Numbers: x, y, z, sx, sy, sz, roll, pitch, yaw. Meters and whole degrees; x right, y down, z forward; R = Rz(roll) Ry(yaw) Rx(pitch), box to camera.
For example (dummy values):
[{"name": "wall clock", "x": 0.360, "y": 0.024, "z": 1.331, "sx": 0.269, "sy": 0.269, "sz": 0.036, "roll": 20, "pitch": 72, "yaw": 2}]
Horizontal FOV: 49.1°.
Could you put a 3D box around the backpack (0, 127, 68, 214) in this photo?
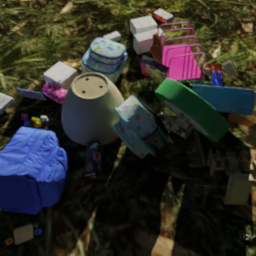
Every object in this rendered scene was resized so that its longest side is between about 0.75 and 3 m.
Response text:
[{"name": "backpack", "x": -2.965, "y": 1.282, "z": 9.001, "sx": 2.043, "sy": 1.978, "sz": 2.435, "roll": 8, "pitch": 38, "yaw": -3}]

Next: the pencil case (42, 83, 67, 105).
[{"name": "pencil case", "x": -2.993, "y": -1.458, "z": 11.780, "sx": 1.326, "sy": 0.621, "sz": 0.602, "roll": 27, "pitch": 20, "yaw": 23}]

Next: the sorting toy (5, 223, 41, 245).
[{"name": "sorting toy", "x": -3.139, "y": 3.154, "z": 8.371, "sx": 1.047, "sy": 0.590, "sz": 0.143, "roll": -12, "pitch": 32, "yaw": -30}]

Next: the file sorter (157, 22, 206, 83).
[{"name": "file sorter", "x": 2.328, "y": -3.483, "z": 12.759, "sx": 1.705, "sy": 1.539, "sz": 2.454, "roll": -8, "pitch": 54, "yaw": -5}]

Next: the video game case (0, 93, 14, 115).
[{"name": "video game case", "x": -6.289, "y": -0.671, "z": 11.371, "sx": 2.238, "sy": 0.271, "sz": 2.458, "roll": 21, "pitch": 56, "yaw": 21}]

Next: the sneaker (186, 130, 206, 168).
[{"name": "sneaker", "x": 2.395, "y": 0.742, "z": 10.262, "sx": 0.597, "sy": 0.557, "sz": 1.580, "roll": -13, "pitch": 44, "yaw": 10}]

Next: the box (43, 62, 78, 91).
[{"name": "box", "x": -2.944, "y": -2.212, "z": 12.359, "sx": 1.051, "sy": 0.687, "sz": 1.045, "roll": 30, "pitch": 59, "yaw": 20}]

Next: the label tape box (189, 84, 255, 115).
[{"name": "label tape box", "x": 3.431, "y": -1.013, "z": 10.072, "sx": 2.019, "sy": 0.886, "sz": 2.800, "roll": 9, "pitch": 10, "yaw": 25}]

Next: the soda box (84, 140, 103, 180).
[{"name": "soda box", "x": -1.214, "y": 1.117, "z": 9.925, "sx": 0.476, "sy": 0.426, "sz": 1.345, "roll": -17, "pitch": 53, "yaw": 22}]

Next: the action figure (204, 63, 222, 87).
[{"name": "action figure", "x": 3.831, "y": -1.739, "z": 11.927, "sx": 0.688, "sy": 0.544, "sz": 2.103, "roll": 0, "pitch": 66, "yaw": -31}]

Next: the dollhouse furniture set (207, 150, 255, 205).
[{"name": "dollhouse furniture set", "x": 3.549, "y": 1.638, "z": 9.551, "sx": 1.435, "sy": 1.087, "sz": 1.637, "roll": 2, "pitch": 31, "yaw": 2}]

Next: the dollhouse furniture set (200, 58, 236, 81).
[{"name": "dollhouse furniture set", "x": 4.034, "y": -2.781, "z": 12.555, "sx": 1.111, "sy": 1.057, "sz": 0.906, "roll": -25, "pitch": 50, "yaw": 25}]

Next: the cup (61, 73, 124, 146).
[{"name": "cup", "x": -1.347, "y": -0.939, "z": 10.653, "sx": 2.687, "sy": 1.922, "sz": 2.687, "roll": 0, "pitch": 53, "yaw": 1}]

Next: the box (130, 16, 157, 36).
[{"name": "box", "x": 0.788, "y": -5.266, "z": 14.672, "sx": 1.159, "sy": 0.616, "sz": 0.883, "roll": -16, "pitch": 55, "yaw": -12}]

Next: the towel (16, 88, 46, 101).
[{"name": "towel", "x": -4.044, "y": -1.418, "z": 11.735, "sx": 1.079, "sy": 0.781, "sz": 0.129, "roll": 11, "pitch": 75, "yaw": 7}]

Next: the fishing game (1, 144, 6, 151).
[{"name": "fishing game", "x": -5.534, "y": 0.606, "z": 10.534, "sx": 1.858, "sy": 0.289, "sz": 1.331, "roll": 25, "pitch": 55, "yaw": 18}]

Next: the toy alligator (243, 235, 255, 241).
[{"name": "toy alligator", "x": 4.242, "y": 3.222, "z": 8.510, "sx": 1.427, "sy": 0.387, "sz": 0.423, "roll": -5, "pitch": 54, "yaw": -4}]

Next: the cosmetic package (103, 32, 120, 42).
[{"name": "cosmetic package", "x": -0.839, "y": -4.613, "z": 14.392, "sx": 0.816, "sy": 0.302, "sz": 0.415, "roll": -28, "pitch": 58, "yaw": -21}]

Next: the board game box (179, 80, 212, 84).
[{"name": "board game box", "x": 2.682, "y": -1.826, "z": 11.118, "sx": 1.232, "sy": 0.144, "sz": 0.645, "roll": -4, "pitch": 14, "yaw": -32}]

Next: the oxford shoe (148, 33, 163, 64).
[{"name": "oxford shoe", "x": 1.135, "y": -3.372, "z": 11.988, "sx": 0.542, "sy": 0.543, "sz": 1.521, "roll": -1, "pitch": 78, "yaw": -10}]

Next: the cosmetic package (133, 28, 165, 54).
[{"name": "cosmetic package", "x": 1.016, "y": -4.269, "z": 13.813, "sx": 1.453, "sy": 0.820, "sz": 0.590, "roll": -22, "pitch": 58, "yaw": -13}]

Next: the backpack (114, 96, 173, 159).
[{"name": "backpack", "x": 0.366, "y": -0.060, "z": 9.733, "sx": 1.525, "sy": 1.989, "sz": 1.748, "roll": -32, "pitch": 29, "yaw": 0}]

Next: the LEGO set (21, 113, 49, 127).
[{"name": "LEGO set", "x": -3.779, "y": -0.330, "z": 11.110, "sx": 1.106, "sy": 0.454, "sz": 0.422, "roll": 3, "pitch": 54, "yaw": 2}]

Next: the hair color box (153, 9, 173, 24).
[{"name": "hair color box", "x": 1.943, "y": -6.186, "z": 15.553, "sx": 0.545, "sy": 0.314, "sz": 0.983, "roll": -37, "pitch": 60, "yaw": -25}]

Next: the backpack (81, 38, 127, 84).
[{"name": "backpack", "x": -1.091, "y": -2.898, "z": 12.194, "sx": 1.799, "sy": 1.445, "sz": 1.966, "roll": 21, "pitch": 51, "yaw": 4}]

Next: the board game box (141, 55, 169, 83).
[{"name": "board game box", "x": 1.073, "y": -2.369, "z": 11.598, "sx": 1.132, "sy": 1.886, "sz": 0.305, "roll": 31, "pitch": 88, "yaw": 6}]

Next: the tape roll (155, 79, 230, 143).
[{"name": "tape roll", "x": 2.215, "y": -0.608, "z": 9.883, "sx": 2.809, "sy": 2.809, "sz": 0.675, "roll": 41, "pitch": 93, "yaw": 26}]

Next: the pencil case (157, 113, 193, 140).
[{"name": "pencil case", "x": 1.703, "y": -0.107, "z": 10.732, "sx": 1.461, "sy": 0.568, "sz": 0.653, "roll": 22, "pitch": 67, "yaw": 29}]
